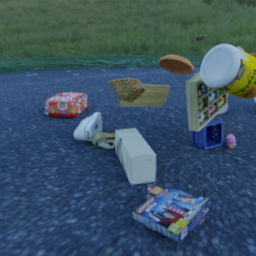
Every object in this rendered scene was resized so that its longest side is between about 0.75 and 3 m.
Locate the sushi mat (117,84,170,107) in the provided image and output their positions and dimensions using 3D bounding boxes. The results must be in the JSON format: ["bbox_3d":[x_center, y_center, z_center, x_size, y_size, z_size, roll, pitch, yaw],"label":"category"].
[{"bbox_3d":[0.665,-1.305,11.425,2.213,1.059,0.134,-1,35,-28],"label":"sushi mat"}]

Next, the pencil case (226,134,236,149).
[{"bbox_3d":[4.365,0.558,11.886,0.381,0.381,0.863,5,22,12],"label":"pencil case"}]

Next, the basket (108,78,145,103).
[{"bbox_3d":[0.008,-1.172,7.799,0.660,0.689,0.925,-38,-11,17],"label":"basket"}]

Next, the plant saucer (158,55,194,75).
[{"bbox_3d":[1.603,-2.104,9.280,1.182,0.221,1.182,18,-8,3],"label":"plant saucer"}]

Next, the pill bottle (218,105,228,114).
[{"bbox_3d":[5.340,-1.427,16.677,0.856,0.856,1.510,2,19,6],"label":"pill bottle"}]

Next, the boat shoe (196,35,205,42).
[{"bbox_3d":[3.464,-4.278,13.392,0.268,0.268,0.762,8,24,41],"label":"boat shoe"}]

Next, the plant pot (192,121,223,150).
[{"bbox_3d":[3.297,0.218,11.880,1.074,1.074,0.966,-12,17,-27],"label":"plant pot"}]

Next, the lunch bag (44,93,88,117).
[{"bbox_3d":[-3.718,-1.414,16.349,2.245,1.044,2.549,4,20,10],"label":"lunch bag"}]

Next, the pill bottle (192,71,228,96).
[{"bbox_3d":[3.688,-1.783,12.979,1.720,1.720,2.969,4,16,11],"label":"pill bottle"}]

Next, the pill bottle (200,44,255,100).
[{"bbox_3d":[3.249,-1.532,8.153,2.235,1.221,1.221,9,12,-36],"label":"pill bottle"}]

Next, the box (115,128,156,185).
[{"bbox_3d":[0.188,0.915,9.949,0.867,1.042,2.536,-5,19,-12],"label":"box"}]

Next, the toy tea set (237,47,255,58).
[{"bbox_3d":[4.109,-2.035,10.302,2.687,1.598,0.994,0,-18,-43],"label":"toy tea set"}]

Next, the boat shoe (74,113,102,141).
[{"bbox_3d":[-1.808,-0.100,12.817,0.866,0.975,2.651,-4,12,8],"label":"boat shoe"}]

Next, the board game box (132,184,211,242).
[{"bbox_3d":[0.970,2.125,7.295,1.729,0.534,1.730,14,25,37],"label":"board game box"}]

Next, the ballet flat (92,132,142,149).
[{"bbox_3d":[-0.459,0.564,11.595,2.078,0.735,0.735,2,20,2],"label":"ballet flat"}]

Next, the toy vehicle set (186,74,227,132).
[{"bbox_3d":[2.906,-1.201,10.092,0.364,1.707,2.748,9,29,37],"label":"toy vehicle set"}]

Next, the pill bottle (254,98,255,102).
[{"bbox_3d":[8.335,-1.608,16.587,1.257,1.257,2.170,2,19,5],"label":"pill bottle"}]
